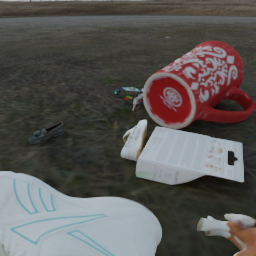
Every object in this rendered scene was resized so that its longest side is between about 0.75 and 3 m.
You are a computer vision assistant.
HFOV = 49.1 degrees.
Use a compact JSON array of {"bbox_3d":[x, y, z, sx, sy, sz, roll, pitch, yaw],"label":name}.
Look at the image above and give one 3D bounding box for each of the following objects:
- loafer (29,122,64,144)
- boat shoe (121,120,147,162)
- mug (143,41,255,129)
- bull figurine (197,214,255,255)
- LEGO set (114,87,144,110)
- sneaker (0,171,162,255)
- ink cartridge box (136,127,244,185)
[{"bbox_3d":[-1.928,0.092,6.620,0.902,0.284,0.324,-24,46,-40],"label":"loafer"},{"bbox_3d":[0.139,0.206,6.179,0.495,0.505,1.428,5,27,10],"label":"boat shoe"},{"bbox_3d":[2.009,-1.124,7.505,2.446,1.838,2.755,17,34,35],"label":"mug"},{"bbox_3d":[1.109,1.711,2.850,1.324,0.710,2.182,19,32,34],"label":"bull figurine"},{"bbox_3d":[0.424,-0.952,8.919,1.694,0.416,1.265,0,23,-28],"label":"LEGO set"},{"bbox_3d":[-1.104,1.307,3.362,2.909,1.023,1.166,7,30,12],"label":"sneaker"},{"bbox_3d":[1.248,0.597,5.531,1.852,0.464,1.491,13,28,15],"label":"ink cartridge box"}]
